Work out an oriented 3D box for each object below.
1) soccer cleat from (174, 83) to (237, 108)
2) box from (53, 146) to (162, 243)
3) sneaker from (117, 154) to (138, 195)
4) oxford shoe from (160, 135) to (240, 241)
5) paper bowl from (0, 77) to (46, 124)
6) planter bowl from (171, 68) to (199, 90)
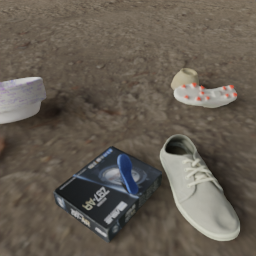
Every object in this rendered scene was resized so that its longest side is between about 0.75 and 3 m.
[{"bbox_3d":[2.522,-0.986,9.274,2.226,0.863,0.771,-2,66,-14],"label":"soccer cleat"},{"bbox_3d":[-0.418,1.384,6.474,1.608,0.437,2.007,25,43,30],"label":"box"},{"bbox_3d":[-0.068,0.987,5.932,0.309,0.881,0.343,-17,3,-30],"label":"sneaker"},{"bbox_3d":[1.512,1.184,6.424,1.102,0.846,2.930,-7,39,-15],"label":"oxford shoe"},{"bbox_3d":[-3.579,-0.837,8.605,2.099,1.092,2.099,-10,17,3],"label":"paper bowl"},{"bbox_3d":[2.137,-1.752,10.210,0.998,0.672,0.998,7,37,-5],"label":"planter bowl"}]
